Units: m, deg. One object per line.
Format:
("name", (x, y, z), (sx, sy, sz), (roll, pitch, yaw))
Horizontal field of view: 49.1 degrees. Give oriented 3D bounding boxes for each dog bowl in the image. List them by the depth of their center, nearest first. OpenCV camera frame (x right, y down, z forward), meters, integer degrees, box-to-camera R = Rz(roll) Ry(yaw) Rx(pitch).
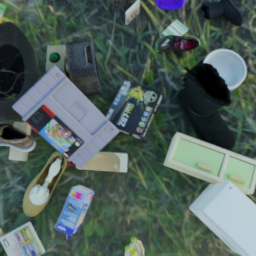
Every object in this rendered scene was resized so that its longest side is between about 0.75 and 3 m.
("dog bowl", (3.366, -2.000, 10.042), (1.517, 0.598, 1.517), (0, 76, 0))

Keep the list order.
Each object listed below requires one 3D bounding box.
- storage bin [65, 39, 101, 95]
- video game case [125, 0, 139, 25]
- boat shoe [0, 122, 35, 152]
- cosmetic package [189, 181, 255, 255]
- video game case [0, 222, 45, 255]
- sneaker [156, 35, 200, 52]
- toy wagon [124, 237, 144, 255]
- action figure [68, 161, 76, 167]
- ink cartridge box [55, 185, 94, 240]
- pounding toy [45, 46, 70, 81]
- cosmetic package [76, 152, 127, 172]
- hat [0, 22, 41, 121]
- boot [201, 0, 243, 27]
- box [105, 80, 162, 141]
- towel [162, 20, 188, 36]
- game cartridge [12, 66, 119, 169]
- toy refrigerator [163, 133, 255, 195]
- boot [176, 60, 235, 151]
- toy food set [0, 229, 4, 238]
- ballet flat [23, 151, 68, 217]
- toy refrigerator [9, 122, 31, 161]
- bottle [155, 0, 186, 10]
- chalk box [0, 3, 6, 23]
("storage bin", (-1.454, -1.959, 9.386), (0.864, 1.842, 1.246), (-9, 75, -1))
("video game case", (0.158, -4.371, 10.606), (0.086, 0.685, 0.751), (39, 79, 9))
("boat shoe", (-3.924, 0.159, 8.894), (1.975, 0.715, 0.714), (12, 55, 5))
("cosmetic package", (3.014, 2.656, 8.169), (1.906, 1.912, 1.175), (43, 79, 11))
("video game case", (-3.174, 3.531, 8.431), (0.953, 0.115, 1.047), (-27, 93, -13))
("sneaker", (1.822, -3.082, 10.214), (1.639, 0.687, 0.629), (-7, 111, 0))
("toy wagon", (0.140, 3.855, 8.322), (0.216, 1.090, 0.846), (-14, 104, 35))
("action figure", (-1.557, 0.747, 9.413), (0.590, 0.389, 1.191), (8, 74, 25))
("ink cartridge box", (-1.649, 2.600, 8.582), (0.585, 1.045, 1.531), (23, 85, 6))
("pounding toy", (-2.321, -2.186, 9.753), (0.885, 1.245, 1.147), (0, 76, 0))
("cosmetic package", (-0.826, 1.107, 9.128), (1.594, 0.839, 0.567), (3, 78, 3))
("hat", (-3.527, -1.750, 8.947), (2.967, 1.197, 2.967), (3, 97, 29))
("boot", (3.539, -4.278, 10.646), (1.170, 0.532, 1.392), (-20, 70, -9))
("box", (0.172, -0.627, 9.582), (1.462, 0.446, 1.814), (20, 69, 16))
("towel", (1.796, -3.698, 10.736), (0.658, 0.101, 0.862), (43, 80, 11))
("game cartridge", (-1.760, -0.226, 8.130), (1.725, 0.511, 2.661), (-45, 108, -4))
("toy refrigerator", (2.657, 1.157, 9.043), (2.764, 0.967, 1.049), (21, 76, 5))
("boot", (2.609, -0.592, 8.786), (1.056, 2.338, 2.853), (-33, 79, -10))
("toy food set", (-4.561, 3.478, 8.407), (1.663, 1.148, 0.334), (-11, 33, 3))
("ballet flat", (-2.670, 1.753, 8.955), (0.791, 0.727, 2.306), (28, 77, -13))
("toy refrigerator", (-3.644, 0.468, 9.494), (0.478, 0.441, 1.259), (3, 79, 2))
("bottle", (1.632, -6.077, 10.900), (1.222, 0.955, 2.925), (0, 76, 2))
("chalk box", (-5.394, -3.910, 9.422), (1.585, 1.574, 2.540), (30, 102, 24))
